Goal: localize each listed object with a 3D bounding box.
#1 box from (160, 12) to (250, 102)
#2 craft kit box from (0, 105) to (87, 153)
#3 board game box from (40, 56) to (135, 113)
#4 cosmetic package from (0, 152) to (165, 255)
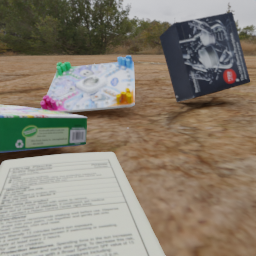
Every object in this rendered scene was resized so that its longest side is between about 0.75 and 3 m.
[{"bbox_3d":[2.757,-2.515,10.207,2.377,2.611,1.359,-17,2,-14],"label":"box"},{"bbox_3d":[-2.876,-0.087,5.533,2.935,0.721,2.972,6,5,40],"label":"craft kit box"},{"bbox_3d":[-1.262,-1.575,9.499,2.927,0.379,2.926,-5,39,4],"label":"board game box"},{"bbox_3d":[-0.453,1.145,2.087,1.273,1.074,2.463,-4,18,-11],"label":"cosmetic package"}]
